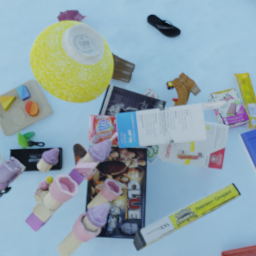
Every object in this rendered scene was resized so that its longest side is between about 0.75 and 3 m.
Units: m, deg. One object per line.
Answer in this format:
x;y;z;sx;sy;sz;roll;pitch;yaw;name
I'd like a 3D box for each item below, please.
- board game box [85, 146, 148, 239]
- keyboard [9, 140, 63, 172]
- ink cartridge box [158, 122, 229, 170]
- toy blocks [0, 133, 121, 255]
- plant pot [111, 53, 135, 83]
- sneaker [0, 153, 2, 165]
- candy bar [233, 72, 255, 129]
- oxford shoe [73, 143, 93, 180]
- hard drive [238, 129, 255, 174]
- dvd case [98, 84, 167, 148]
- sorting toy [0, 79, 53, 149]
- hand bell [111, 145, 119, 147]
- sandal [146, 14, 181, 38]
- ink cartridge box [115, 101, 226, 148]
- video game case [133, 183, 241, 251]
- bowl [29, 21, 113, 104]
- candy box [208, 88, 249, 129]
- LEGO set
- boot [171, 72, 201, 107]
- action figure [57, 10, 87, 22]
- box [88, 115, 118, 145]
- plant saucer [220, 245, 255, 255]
-0.354;1.968;8.731;1.857;0.474;2.741;2;79;1;board game box
-3.161;0.954;9.628;1.796;0.230;1.078;-2;79;-1;keyboard
2.067;0.480;9.099;1.982;0.827;1.439;8;93;0;ink cartridge box
-1.365;1.095;6.951;2.732;2.553;2.299;41;109;1;toy blocks
-0.305;-2.241;10.751;1.011;1.021;1.021;18;67;1;plant pot
-5.693;1.065;9.093;2.787;1.178;1.045;-14;66;-6;sneaker
4.537;-1.080;10.559;0.622;0.276;2.495;-2;66;-4;candy bar
-1.434;0.991;8.529;0.432;0.440;1.213;-31;70;12;oxford shoe
5.179;1.279;9.178;1.946;0.374;2.950;-18;72;0;hard drive
0.042;-0.443;9.754;2.222;0.177;1.652;19;94;17;dvd case
-3.793;-0.511;10.247;1.913;0.381;2.588;-29;69;-13;sorting toy
-0.837;0.587;9.746;1.228;0.639;0.639;21;67;22;hand bell
1.494;-4.404;12.029;1.687;0.361;0.641;34;70;14;sandal
1.211;-0.044;7.788;2.817;1.631;0.939;-6;87;10;ink cartridge box
1.289;2.355;7.063;2.430;2.689;0.343;-23;67;-12;video game case
-1.478;-2.225;8.421;2.666;1.434;2.666;10;67;-26;bowl
3.676;-0.706;10.305;0.970;0.434;1.422;-14;66;-6;candy box
1.034;-0.467;10.054;2.195;0.721;2.938;43;75;16;LEGO set
1.843;-1.294;9.988;1.264;0.485;0.982;-42;83;6;boot
-2.426;-4.027;11.756;1.149;1.277;1.715;-14;79;34;action figure
-0.803;0.027;8.933;0.819;1.716;0.856;3;92;-11;box
3.764;4.380;8.046;1.865;0.342;1.861;-9;66;-3;plant saucer
